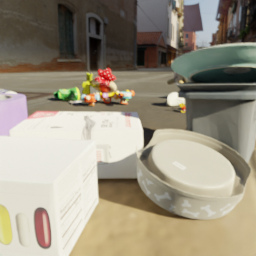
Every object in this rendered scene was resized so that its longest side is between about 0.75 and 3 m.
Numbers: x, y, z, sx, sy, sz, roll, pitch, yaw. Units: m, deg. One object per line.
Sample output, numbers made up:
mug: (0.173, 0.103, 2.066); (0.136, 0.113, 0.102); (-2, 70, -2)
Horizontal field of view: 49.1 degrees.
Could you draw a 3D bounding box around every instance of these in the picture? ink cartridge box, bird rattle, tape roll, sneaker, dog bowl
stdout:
ink cartridge box: (-1.083, 0.338, 6.884); (2.830, 1.171, 2.073); (0, 14, -1)
bird rattle: (-0.751, -1.309, 8.145); (1.174, 0.662, 0.957); (-11, -27, 36)
tape roll: (-5.150, -0.501, 10.134); (2.818, 1.197, 2.818); (-1, 14, 0)
sneaker: (-3.649, -1.909, 16.614); (2.183, 0.809, 0.912); (1, 14, 45)
sneaker: (2.847, -1.516, 15.211); (1.938, 0.728, 0.786); (-13, 28, -38)
dog bowl: (1.146, 0.807, 5.259); (2.163, 0.634, 2.163); (8, 26, -4)

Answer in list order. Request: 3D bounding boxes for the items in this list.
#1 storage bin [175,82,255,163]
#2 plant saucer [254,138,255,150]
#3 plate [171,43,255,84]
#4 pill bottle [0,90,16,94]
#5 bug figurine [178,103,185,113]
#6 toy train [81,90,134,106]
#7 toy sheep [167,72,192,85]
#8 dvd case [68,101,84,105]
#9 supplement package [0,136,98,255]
storage bin: (2.569, -0.165, 6.938); (2.177, 2.009, 2.991); (4, 13, 28)
plant saucer: (3.695, 0.084, 9.411); (2.834, 0.455, 2.834); (0, 16, 0)
plate: (2.406, -1.341, 6.604); (2.785, 0.356, 2.785); (3, -3, 0)
pill bottle: (-5.677, -1.224, 13.244); (1.041, 1.041, 1.875); (-13, 20, -40)
bug figurine: (3.261, -1.024, 13.723); (1.653, 0.425, 1.282); (-3, 8, 4)
toy train: (-1.027, -1.536, 15.220); (2.713, 0.754, 2.038); (0, 16, 12)
toy sheep: (2.096, -1.767, 8.928); (1.896, 1.307, 1.307); (-12, 8, 28)
dvd case: (-2.975, -1.430, 15.980); (0.697, 0.075, 0.937); (-6, 15, -21)
supplement package: (-1.798, 0.948, 4.371); (2.248, 1.247, 1.751); (2, 14, 10)
